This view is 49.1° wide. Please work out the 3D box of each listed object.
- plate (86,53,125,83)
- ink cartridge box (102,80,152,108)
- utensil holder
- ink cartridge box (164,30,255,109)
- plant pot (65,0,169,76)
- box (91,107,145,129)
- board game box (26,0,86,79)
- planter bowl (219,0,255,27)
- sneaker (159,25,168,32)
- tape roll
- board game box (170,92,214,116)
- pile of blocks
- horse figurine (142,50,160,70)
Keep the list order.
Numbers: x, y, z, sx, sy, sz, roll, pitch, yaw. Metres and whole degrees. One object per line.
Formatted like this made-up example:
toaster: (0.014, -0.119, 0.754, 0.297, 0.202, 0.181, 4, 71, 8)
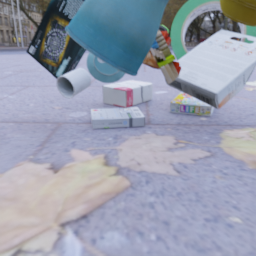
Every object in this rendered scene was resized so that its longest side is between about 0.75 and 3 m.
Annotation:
plate: (-0.840, -2.665, 11.430, 1.706, 1.706, 0.218, -4, -7, -11)
ink cartridge box: (0.012, -1.613, 12.958, 1.456, 0.823, 1.988, 16, 24, 38)
utensil holder: (-1.700, -1.436, 8.878, 0.743, 0.743, 0.874, 12, 35, 31)
ink cartridge box: (2.962, -2.035, 9.139, 2.887, 0.724, 2.341, -35, 42, -16)
plant pot: (-0.085, -2.046, 5.218, 1.611, 1.513, 1.611, 32, 19, -12)
box: (-0.417, -0.385, 10.132, 1.820, 0.375, 1.419, -2, 19, -9)
board game box: (-2.226, -3.268, 9.777, 1.954, 2.889, 0.407, 42, 24, 11)
planter bowl: (2.641, -2.771, 6.156, 1.879, 0.782, 1.879, 10, 40, -9)
sneaker: (0.781, -3.588, 10.336, 1.434, 0.550, 0.601, 19, 33, 16)
tape roll: (3.063, -3.351, 10.188, 2.985, 2.985, 0.717, 6, 5, 15)
board game box: (2.886, -1.099, 12.091, 1.644, 0.419, 2.446, 7, 20, 20)
pile of blocks: (0.941, -2.265, 7.801, 0.663, 2.134, 0.876, -28, -10, 10)
horse figurine: (0.201, -2.766, 10.100, 2.222, 1.472, 0.554, -5, 27, 6)
